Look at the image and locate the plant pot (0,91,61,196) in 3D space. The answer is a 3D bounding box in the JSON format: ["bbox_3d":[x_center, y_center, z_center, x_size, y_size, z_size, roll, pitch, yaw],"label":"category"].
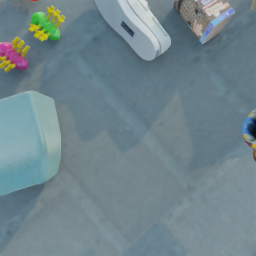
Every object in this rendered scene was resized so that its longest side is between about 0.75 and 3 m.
[{"bbox_3d":[-2.492,0.409,6.350,1.851,1.846,1.885,-18,90,-2],"label":"plant pot"}]

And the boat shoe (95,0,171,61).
[{"bbox_3d":[0.120,-2.925,7.182,0.903,0.917,2.587,-36,81,-30],"label":"boat shoe"}]

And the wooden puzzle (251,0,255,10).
[{"bbox_3d":[2.598,-2.611,4.637,1.312,1.945,0.227,-32,78,7],"label":"wooden puzzle"}]

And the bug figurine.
[{"bbox_3d":[-2.975,-2.647,7.153,2.143,0.711,2.764,45,82,-2],"label":"bug figurine"}]

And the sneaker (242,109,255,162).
[{"bbox_3d":[2.267,0.094,4.523,0.986,2.189,0.820,10,71,7],"label":"sneaker"}]

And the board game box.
[{"bbox_3d":[1.847,-2.975,6.999,0.641,1.056,1.324,-35,85,-2],"label":"board game box"}]
